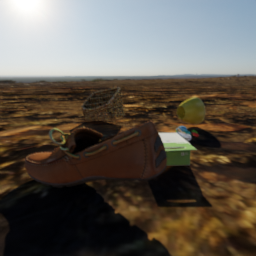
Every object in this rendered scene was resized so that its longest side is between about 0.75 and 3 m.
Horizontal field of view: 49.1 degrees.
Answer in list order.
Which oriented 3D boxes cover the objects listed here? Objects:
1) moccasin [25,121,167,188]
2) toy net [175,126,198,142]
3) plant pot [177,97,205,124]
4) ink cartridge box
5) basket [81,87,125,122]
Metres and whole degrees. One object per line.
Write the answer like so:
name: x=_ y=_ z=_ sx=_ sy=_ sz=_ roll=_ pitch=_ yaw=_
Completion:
moccasin: x=-0.603 y=0.326 z=3.901 sx=2.266 sy=0.875 sz=0.829 roll=-9 pitch=12 yaw=36
toy net: x=1.452 y=0.203 z=7.002 sx=0.575 sy=0.212 sz=1.096 roll=24 pitch=18 yaw=8
plant pot: x=1.881 y=-0.502 z=8.721 sx=0.603 sy=0.850 sz=0.850 roll=-9 pitch=14 yaw=-26
ink cartridge box: x=0.724 y=0.424 z=5.174 sx=0.703 sy=0.401 sz=1.354 roll=-1 pitch=11 yaw=-4
basket: x=-0.939 y=-0.777 z=9.478 sx=1.373 sy=1.023 sz=0.980 roll=-2 pitch=9 yaw=39
